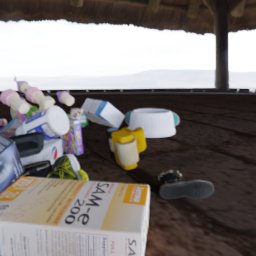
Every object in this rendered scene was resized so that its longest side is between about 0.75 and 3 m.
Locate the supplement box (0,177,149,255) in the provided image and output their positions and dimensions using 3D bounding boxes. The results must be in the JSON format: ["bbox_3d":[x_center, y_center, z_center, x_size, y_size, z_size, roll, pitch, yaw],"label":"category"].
[{"bbox_3d":[-0.974,1.609,4.744,2.589,0.952,1.632,2,13,7],"label":"supplement box"}]

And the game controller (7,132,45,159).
[{"bbox_3d":[-3.433,0.592,7.218,2.531,0.533,1.320,-14,-22,-24],"label":"game controller"}]

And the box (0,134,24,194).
[{"bbox_3d":[-3.015,0.904,6.034,0.756,1.227,1.217,28,53,15],"label":"box"}]

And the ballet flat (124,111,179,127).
[{"bbox_3d":[1.311,-0.478,15.627,2.996,1.036,1.066,1,-6,7],"label":"ballet flat"}]

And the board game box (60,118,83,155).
[{"bbox_3d":[-2.147,0.301,10.477,0.877,1.304,0.292,8,19,37],"label":"board game box"}]

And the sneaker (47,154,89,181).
[{"bbox_3d":[-1.688,1.231,7.137,0.922,0.812,2.180,-6,13,-28],"label":"sneaker"}]

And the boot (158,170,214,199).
[{"bbox_3d":[1.401,1.414,7.142,1.321,0.483,0.995,-6,12,0],"label":"boot"}]

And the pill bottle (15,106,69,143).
[{"bbox_3d":[-2.805,0.007,9.057,1.588,0.951,0.951,-21,3,23],"label":"pill bottle"}]

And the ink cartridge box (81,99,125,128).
[{"bbox_3d":[-1.588,-0.841,15.362,2.513,0.838,1.455,15,-18,48],"label":"ink cartridge box"}]

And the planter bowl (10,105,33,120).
[{"bbox_3d":[-5.892,-0.662,15.638,1.426,0.960,1.426,20,21,-8],"label":"planter bowl"}]

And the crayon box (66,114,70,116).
[{"bbox_3d":[-3.587,-0.499,16.550,1.660,0.484,1.432,-5,13,-23],"label":"crayon box"}]

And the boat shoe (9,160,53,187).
[{"bbox_3d":[-2.960,1.279,7.464,1.928,0.582,0.712,-7,13,-31],"label":"boat shoe"}]

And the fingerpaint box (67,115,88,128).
[{"bbox_3d":[-3.013,-0.288,14.532,1.571,0.576,1.311,-4,-5,-21],"label":"fingerpaint box"}]

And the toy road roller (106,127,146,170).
[{"bbox_3d":[0.089,0.529,9.370,1.290,1.086,1.767,-15,17,-17],"label":"toy road roller"}]

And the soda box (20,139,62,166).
[{"bbox_3d":[-2.845,0.918,9.066,0.713,0.666,2.092,0,11,9],"label":"soda box"}]

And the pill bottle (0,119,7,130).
[{"bbox_3d":[-6.475,0.024,13.213,1.413,0.794,0.794,-6,13,-26],"label":"pill bottle"}]

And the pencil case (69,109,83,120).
[{"bbox_3d":[-2.282,-0.244,12.053,0.566,1.265,0.492,11,5,0],"label":"pencil case"}]

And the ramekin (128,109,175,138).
[{"bbox_3d":[1.154,-0.299,13.954,2.409,1.122,2.409,0,11,0],"label":"ramekin"}]

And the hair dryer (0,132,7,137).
[{"bbox_3d":[-4.468,0.516,9.112,1.080,1.419,0.385,-49,21,-11],"label":"hair dryer"}]

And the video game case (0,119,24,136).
[{"bbox_3d":[-4.304,0.220,11.960,2.644,0.235,1.892,3,34,17],"label":"video game case"}]

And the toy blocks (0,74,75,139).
[{"bbox_3d":[-3.584,-0.535,10.531,2.202,2.444,2.616,32,33,30],"label":"toy blocks"}]
